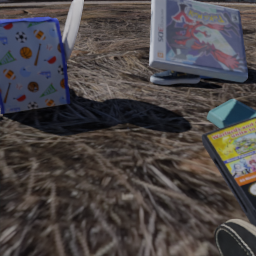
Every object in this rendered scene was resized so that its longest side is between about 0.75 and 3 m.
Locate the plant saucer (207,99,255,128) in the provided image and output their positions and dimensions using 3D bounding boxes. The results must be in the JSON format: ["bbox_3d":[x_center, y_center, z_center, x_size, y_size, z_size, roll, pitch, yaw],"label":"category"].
[{"bbox_3d":[3.050,-0.015,6.876,1.005,0.273,2.875,-29,30,-2],"label":"plant saucer"}]

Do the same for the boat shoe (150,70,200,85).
[{"bbox_3d":[1.818,-2.184,10.680,1.934,0.878,0.684,-3,29,-6],"label":"boat shoe"}]

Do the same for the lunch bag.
[{"bbox_3d":[-3.064,-1.991,8.604,2.189,2.575,1.595,-13,32,-21],"label":"lunch bag"}]

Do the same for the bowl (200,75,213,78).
[{"bbox_3d":[3.438,-3.160,11.723,2.686,0.527,2.686,-9,49,10],"label":"bowl"}]

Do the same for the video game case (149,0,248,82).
[{"bbox_3d":[1.900,-2.497,7.624,2.617,0.301,2.385,8,66,-9],"label":"video game case"}]

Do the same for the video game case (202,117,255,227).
[{"bbox_3d":[3.271,0.577,5.165,2.956,0.377,2.672,-19,38,2],"label":"video game case"}]

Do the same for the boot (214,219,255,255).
[{"bbox_3d":[1.072,2.135,3.050,1.819,0.884,2.416,-6,36,-11],"label":"boot"}]

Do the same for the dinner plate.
[{"bbox_3d":[-1.746,-3.119,8.573,0.256,2.113,2.113,13,24,-22],"label":"dinner plate"}]
